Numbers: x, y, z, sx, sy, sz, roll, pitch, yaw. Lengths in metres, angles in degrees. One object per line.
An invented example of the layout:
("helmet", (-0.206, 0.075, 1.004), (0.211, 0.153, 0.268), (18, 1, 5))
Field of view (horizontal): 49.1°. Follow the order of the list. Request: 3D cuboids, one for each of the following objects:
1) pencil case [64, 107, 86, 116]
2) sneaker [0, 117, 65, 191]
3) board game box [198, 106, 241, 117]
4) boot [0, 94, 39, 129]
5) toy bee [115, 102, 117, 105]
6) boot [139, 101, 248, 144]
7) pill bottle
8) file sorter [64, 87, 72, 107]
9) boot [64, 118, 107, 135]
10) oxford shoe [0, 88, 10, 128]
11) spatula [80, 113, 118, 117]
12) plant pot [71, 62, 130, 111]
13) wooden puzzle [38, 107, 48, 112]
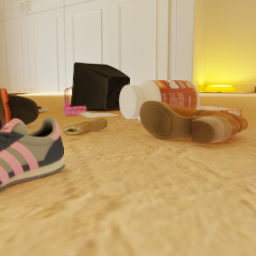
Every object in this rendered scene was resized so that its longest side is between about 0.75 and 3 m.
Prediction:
("pencil case", (-2.331, -0.746, 12.312), (0.944, 0.428, 0.442), (-4, -17, -37))
("sneaker", (-1.793, 0.349, 3.838), (0.766, 0.896, 2.185), (5, 10, 29))
("board game box", (3.187, -0.546, 10.876), (1.384, 0.423, 1.827), (-4, 10, -23))
("boot", (-4.634, -0.538, 9.012), (2.973, 1.088, 2.238), (-13, 15, -31))
("toy bee", (-1.131, -1.322, 15.083), (1.153, 0.627, 0.755), (23, -7, -20))
("boot", (1.679, -0.173, 7.314), (1.905, 0.907, 2.463), (-10, 25, -44))
("pill bottle", (1.132, -0.984, 10.197), (2.711, 1.521, 1.521), (-5, 11, -30))
("file sorter", (-2.912, -1.743, 15.759), (1.226, 1.106, 1.764), (-5, 6, -20))
("boot", (-1.176, -0.014, 7.971), (0.911, 0.344, 1.041), (-11, 4, 19))
("oxford shoe", (-3.238, -0.454, 7.109), (0.396, 1.092, 0.389), (-5, 9, -15))
("spatula", (-1.276, -0.584, 12.137), (1.480, 0.119, 1.029), (-5, 10, -30))
("plant pot", (-1.314, -2.013, 14.699), (2.169, 2.446, 2.440), (21, 20, 37))
("wooden puzzle", (-4.942, -0.885, 13.207), (1.807, 0.364, 1.953), (1, 9, 2))
